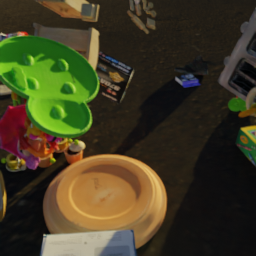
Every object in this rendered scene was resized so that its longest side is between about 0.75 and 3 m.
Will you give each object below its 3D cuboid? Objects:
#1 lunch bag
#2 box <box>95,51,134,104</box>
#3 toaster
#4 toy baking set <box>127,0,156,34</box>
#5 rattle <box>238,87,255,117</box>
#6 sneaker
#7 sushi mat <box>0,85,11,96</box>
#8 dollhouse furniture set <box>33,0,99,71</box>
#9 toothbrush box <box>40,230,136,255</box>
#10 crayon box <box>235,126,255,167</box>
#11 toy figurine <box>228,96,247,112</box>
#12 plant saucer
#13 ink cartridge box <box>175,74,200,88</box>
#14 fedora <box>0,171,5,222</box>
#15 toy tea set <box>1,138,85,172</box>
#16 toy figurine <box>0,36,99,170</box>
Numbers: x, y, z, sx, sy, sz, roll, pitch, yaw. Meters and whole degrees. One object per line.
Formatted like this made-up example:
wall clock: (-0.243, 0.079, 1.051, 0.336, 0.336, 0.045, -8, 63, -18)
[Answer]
lunch bag: (-2.911, -1.862, 7.979, 0.809, 1.739, 1.974, -10, -2, 2)
box: (-0.746, -1.541, 8.192, 1.594, 1.267, 0.367, 27, 51, 1)
toaster: (3.455, -1.473, 6.554, 1.287, 1.962, 2.169, -17, 50, -38)
toy baking set: (0.367, -3.837, 9.096, 0.180, 1.551, 1.190, -13, 55, 46)
rattle: (2.238, -0.642, 5.005, 0.634, 0.888, 0.578, 3, 12, -10)
sneaker: (2.929, -2.902, 12.925, 1.553, 0.889, 0.594, 2, 15, 3)
sushi mat: (-4.591, -1.735, 12.014, 1.831, 0.111, 0.876, -11, 36, -15)
dollhouse furniture set: (-1.350, -1.644, 6.680, 1.486, 2.868, 1.269, 10, 8, 16)
toothbrush box: (-0.557, 2.543, 4.400, 1.385, 1.891, 0.807, -2, 34, -4)
crayon box: (4.334, 0.803, 7.908, 1.386, 0.680, 2.334, -8, 36, -11)
toy figurine: (4.500, -1.094, 10.728, 1.236, 0.928, 1.137, -13, 14, 25)
plant saucer: (-0.563, 1.653, 6.899, 3.001, 0.484, 3.001, 0, 34, 0)
ink cartridge box: (2.659, -2.102, 12.471, 0.833, 0.182, 0.841, -12, 38, -17)
fedora: (-1.848, 0.848, 3.615, 0.344, 0.844, 0.844, -4, 31, -38)
toy tea set: (-2.451, 0.485, 8.202, 2.337, 0.865, 1.390, -4, 35, -6)
toy figurine: (-1.672, -0.091, 5.215, 1.782, 2.184, 2.373, 1, 48, -33)
